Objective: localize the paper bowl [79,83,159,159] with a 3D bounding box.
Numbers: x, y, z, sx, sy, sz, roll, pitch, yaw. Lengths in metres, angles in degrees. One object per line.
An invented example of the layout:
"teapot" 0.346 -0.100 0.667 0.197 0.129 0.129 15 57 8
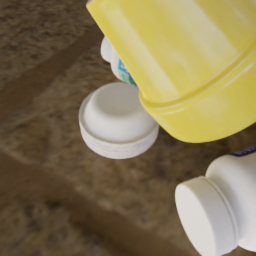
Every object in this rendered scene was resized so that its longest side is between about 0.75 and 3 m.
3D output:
"paper bowl" -0.196 -0.305 6.541 1.893 0.984 1.893 1 49 -1

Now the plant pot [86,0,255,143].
"plant pot" 0.859 -1.579 4.405 2.573 2.734 2.734 41 47 -24

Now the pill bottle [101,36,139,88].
"pill bottle" 0.621 -1.684 7.329 2.766 1.532 1.532 32 57 24

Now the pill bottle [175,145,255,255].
"pill bottle" 2.321 1.141 4.887 2.741 1.641 1.641 -16 52 -13
